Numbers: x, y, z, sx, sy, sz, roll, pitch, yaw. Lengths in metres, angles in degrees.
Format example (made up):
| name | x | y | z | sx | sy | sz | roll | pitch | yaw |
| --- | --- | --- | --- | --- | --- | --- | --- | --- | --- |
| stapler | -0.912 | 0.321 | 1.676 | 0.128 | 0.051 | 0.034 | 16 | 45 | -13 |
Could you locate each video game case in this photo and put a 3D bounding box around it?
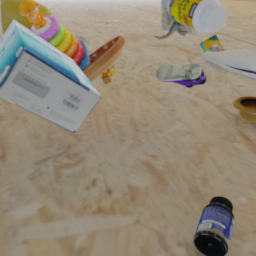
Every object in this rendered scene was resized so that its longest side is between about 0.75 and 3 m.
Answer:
| name | x | y | z | sx | sy | sz | roll | pitch | yaw |
| --- | --- | --- | --- | --- | --- | --- | --- | --- | --- |
| video game case | 1.889 | -4.278 | 10.273 | 0.195 | 1.550 | 1.703 | -27 | 36 | -35 |

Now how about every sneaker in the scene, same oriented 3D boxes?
| name | x | y | z | sx | sy | sz | roll | pitch | yaw |
| --- | --- | --- | --- | --- | --- | --- | --- | --- | --- |
| sneaker | 1.602 | -1.501 | 8.448 | 1.657 | 0.576 | 0.824 | 14 | -11 | 45 |
| sneaker | 3.244 | -2.046 | 8.491 | 1.957 | 0.788 | 0.748 | 22 | 12 | 16 |

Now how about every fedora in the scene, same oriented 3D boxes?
| name | x | y | z | sx | sy | sz | roll | pitch | yaw |
| --- | --- | --- | --- | --- | --- | --- | --- | --- | --- |
| fedora | 4.792 | -0.659 | 10.660 | 1.613 | 0.658 | 1.613 | -2 | 31 | 1 |

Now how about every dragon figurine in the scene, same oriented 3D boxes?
| name | x | y | z | sx | sy | sz | roll | pitch | yaw |
| --- | --- | --- | --- | --- | --- | --- | --- | --- | --- |
| dragon figurine | 1.605 | -3.325 | 8.260 | 2.004 | 0.590 | 0.997 | -28 | 67 | 15 |

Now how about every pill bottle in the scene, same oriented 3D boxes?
| name | x | y | z | sx | sy | sz | roll | pitch | yaw |
| --- | --- | --- | --- | --- | --- | --- | --- | --- | --- |
| pill bottle | 1.511 | -2.561 | 6.165 | 0.720 | 0.720 | 1.319 | -16 | 41 | -24 |
| pill bottle | 1.919 | 2.107 | 6.123 | 0.703 | 0.703 | 1.256 | 15 | 35 | 22 |

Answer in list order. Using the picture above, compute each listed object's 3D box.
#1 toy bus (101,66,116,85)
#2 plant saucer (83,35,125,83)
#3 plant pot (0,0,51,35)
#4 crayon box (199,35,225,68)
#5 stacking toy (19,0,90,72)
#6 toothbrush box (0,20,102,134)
| name | x | y | z | sx | sy | sz | roll | pitch | yaw |
| --- | --- | --- | --- | --- | --- | --- | --- | --- | --- |
| toy bus | -0.719 | -2.070 | 10.902 | 0.333 | 0.401 | 1.024 | -22 | 20 | 23 |
| plant saucer | -1.292 | -2.037 | 9.504 | 2.990 | 0.483 | 2.990 | -33 | 22 | 15 |
| plant pot | -3.375 | -3.570 | 9.639 | 1.387 | 1.954 | 1.954 | -3 | 32 | -9 |
| crayon box | 3.397 | -3.010 | 11.034 | 0.661 | 1.113 | 0.324 | -33 | 3 | -12 |
| stacking toy | -2.369 | -2.728 | 8.396 | 1.528 | 2.632 | 1.445 | -23 | 59 | 8 |
| toothbrush box | -2.129 | -1.348 | 6.986 | 2.023 | 1.179 | 2.764 | 31 | 12 | -37 |
